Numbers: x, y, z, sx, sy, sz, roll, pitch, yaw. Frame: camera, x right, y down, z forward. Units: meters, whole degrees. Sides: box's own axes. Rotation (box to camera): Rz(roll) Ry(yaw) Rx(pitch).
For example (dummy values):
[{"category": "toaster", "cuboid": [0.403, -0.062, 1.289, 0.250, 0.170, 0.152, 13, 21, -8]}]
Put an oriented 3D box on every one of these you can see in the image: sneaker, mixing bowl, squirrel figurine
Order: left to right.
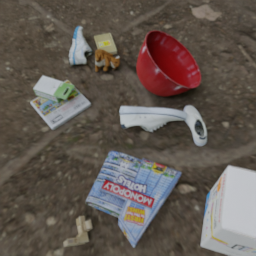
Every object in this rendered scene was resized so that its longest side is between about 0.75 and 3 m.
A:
[{"category": "sneaker", "cuboid": [-2.209, -3.883, 13.436, 0.978, 0.846, 2.257, 5, 66, -4]}, {"category": "squirrel figurine", "cuboid": [-0.950, -3.156, 12.839, 1.116, 0.846, 1.196, -1, 52, -8]}, {"category": "sneaker", "cuboid": [0.980, -0.322, 11.102, 2.732, 0.998, 0.967, 2, 94, -9]}, {"category": "mixing bowl", "cuboid": [1.429, -2.409, 11.660, 2.898, 1.569, 2.898, 21, 50, -27]}, {"category": "sneaker", "cuboid": [2.718, -0.218, 11.091, 0.683, 0.662, 1.870, -12, 58, -7]}]

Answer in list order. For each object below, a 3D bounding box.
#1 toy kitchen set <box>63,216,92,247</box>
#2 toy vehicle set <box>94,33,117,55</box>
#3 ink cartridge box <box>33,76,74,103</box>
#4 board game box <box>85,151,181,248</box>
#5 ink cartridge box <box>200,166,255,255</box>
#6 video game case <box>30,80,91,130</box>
[{"category": "toy kitchen set", "cuboid": [-1.593, 3.179, 8.747, 0.730, 0.661, 0.810, 7, 54, -36]}, {"category": "toy vehicle set", "cuboid": [-1.131, -4.117, 13.862, 0.849, 0.181, 1.367, -13, 58, -8]}, {"category": "ink cartridge box", "cuboid": [-3.092, -1.576, 11.818, 1.559, 0.462, 0.809, 18, 60, 12]}, {"category": "board game box", "cuboid": [0.056, 2.324, 9.342, 2.723, 0.840, 2.721, 19, 59, 10]}, {"category": "ink cartridge box", "cuboid": [3.375, 2.594, 8.192, 1.821, 2.518, 1.854, 13, 59, 8]}, {"category": "video game case", "cuboid": [-2.860, -1.015, 11.873, 1.927, 0.221, 1.753, -36, 64, -19]}]
